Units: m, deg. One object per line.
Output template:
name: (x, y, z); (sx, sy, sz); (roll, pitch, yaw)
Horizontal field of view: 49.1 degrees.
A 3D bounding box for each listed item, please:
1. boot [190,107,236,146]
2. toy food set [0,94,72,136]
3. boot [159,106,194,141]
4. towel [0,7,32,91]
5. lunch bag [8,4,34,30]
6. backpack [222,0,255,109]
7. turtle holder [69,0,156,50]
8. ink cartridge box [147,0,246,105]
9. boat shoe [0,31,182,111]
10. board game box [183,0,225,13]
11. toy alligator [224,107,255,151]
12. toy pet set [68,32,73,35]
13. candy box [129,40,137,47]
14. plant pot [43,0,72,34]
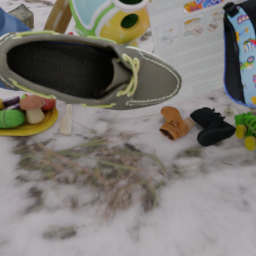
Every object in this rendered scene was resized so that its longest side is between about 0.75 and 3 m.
boot: (2.163, -0.092, 7.778); (1.386, 0.513, 1.136); (-14, 42, -28)
toy food set: (-3.019, -0.626, 8.104); (2.849, 0.930, 1.676); (0, 38, 1)
boot: (1.164, -0.151, 7.927); (0.908, 0.432, 1.174); (-33, 47, -31)
towel: (-2.268, -1.339, 4.532); (0.547, 2.252, 1.257); (42, 95, 12)
lunch bag: (-3.145, -2.966, 7.959); (0.510, 0.712, 0.868); (44, 66, 1)
backpack: (2.500, -1.140, 4.367); (1.915, 1.411, 2.098); (-11, 60, 42)
turtle holder: (-0.320, -2.608, 6.107); (1.934, 2.546, 1.808); (12, 2, -20)
ink cartridge box: (1.535, -1.850, 6.073); (2.186, 2.696, 0.676); (-17, 48, 2)
boat shoe: (-0.270, -0.541, 2.921); (2.094, 0.748, 0.626); (4, 12, -25)
board game box: (2.784, -3.603, 7.629); (1.694, 1.694, 1.695); (50, 42, 8)
toy alligator: (3.330, -0.104, 7.670); (0.715, 0.654, 2.412); (-8, 39, -10)
toy pet set: (-1.777, -3.392, 11.822); (1.583, 0.900, 1.696); (-11, 5, -17)
candy box: (-0.271, -3.613, 9.316); (0.572, 2.025, 1.181); (-25, 42, -29)
plant pot: (-1.956, -3.003, 8.000); (0.279, 2.032, 2.032); (27, 38, -11)
